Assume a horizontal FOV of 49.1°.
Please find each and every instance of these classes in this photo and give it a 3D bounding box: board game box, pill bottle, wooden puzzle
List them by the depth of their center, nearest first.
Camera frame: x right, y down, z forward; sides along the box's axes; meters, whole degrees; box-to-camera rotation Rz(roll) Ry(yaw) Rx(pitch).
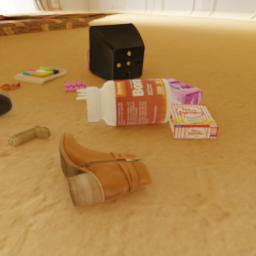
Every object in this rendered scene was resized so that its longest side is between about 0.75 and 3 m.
[{"bbox_3d":[-0.011,-0.854,9.491,2.711,1.521,1.521,-4,28,-7],"label":"pill bottle"},{"bbox_3d":[2.115,-0.257,9.521,1.384,0.423,1.827,0,28,0],"label":"board game box"},{"bbox_3d":[-4.433,-2.765,14.261,1.807,0.364,1.953,13,31,22],"label":"wooden puzzle"}]

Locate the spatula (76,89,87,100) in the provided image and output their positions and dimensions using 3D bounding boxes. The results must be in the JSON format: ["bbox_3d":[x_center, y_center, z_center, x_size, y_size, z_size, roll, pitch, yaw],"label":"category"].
[{"bbox_3d":[-1.496,-1.490,12.158,1.480,0.119,1.029,-4,28,-6],"label":"spatula"}]

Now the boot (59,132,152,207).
[{"bbox_3d":[-0.678,0.844,7.054,1.905,0.907,2.463,-11,42,-19],"label":"boot"}]

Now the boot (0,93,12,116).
[{"bbox_3d":[-5.800,-1.166,10.602,2.973,1.088,2.238,-10,30,-6],"label":"boot"}]

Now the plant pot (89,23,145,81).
[{"bbox_3d":[-0.447,-3.581,13.928,2.440,2.446,2.169,-13,41,-23],"label":"plant pot"}]

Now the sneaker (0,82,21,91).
[{"bbox_3d":[-5.351,-1.865,12.735,0.916,0.334,0.353,-19,12,-38],"label":"sneaker"}]

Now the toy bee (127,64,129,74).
[{"bbox_3d":[-0.173,-3.010,14.434,1.153,0.627,0.755,24,20,-7],"label":"toy bee"}]

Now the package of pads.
[{"bbox_3d":[1.902,-1.401,11.316,1.179,0.740,1.957,-18,33,-30],"label":"package of pads"}]

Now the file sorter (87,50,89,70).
[{"bbox_3d":[-1.522,-3.933,15.499,1.226,1.106,1.764,0,24,3],"label":"file sorter"}]

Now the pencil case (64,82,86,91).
[{"bbox_3d":[-2.389,-1.889,12.621,0.944,0.428,0.442,-5,1,-13],"label":"pencil case"}]

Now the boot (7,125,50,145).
[{"bbox_3d":[-3.057,0.272,8.672,0.911,0.344,1.041,8,25,42],"label":"boot"}]
